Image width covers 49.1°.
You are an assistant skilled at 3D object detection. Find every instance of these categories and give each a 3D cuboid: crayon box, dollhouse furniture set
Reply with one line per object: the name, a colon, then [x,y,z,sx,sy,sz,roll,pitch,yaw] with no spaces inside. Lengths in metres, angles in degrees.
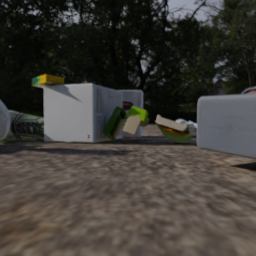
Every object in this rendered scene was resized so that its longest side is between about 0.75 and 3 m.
crayon box: [-2.800,-1.637,9.937,1.150,0.297,0.723,-1,-3,43]
dollhouse furniture set: [0.632,0.192,9.234,2.787,1.076,1.393,19,-15,20]

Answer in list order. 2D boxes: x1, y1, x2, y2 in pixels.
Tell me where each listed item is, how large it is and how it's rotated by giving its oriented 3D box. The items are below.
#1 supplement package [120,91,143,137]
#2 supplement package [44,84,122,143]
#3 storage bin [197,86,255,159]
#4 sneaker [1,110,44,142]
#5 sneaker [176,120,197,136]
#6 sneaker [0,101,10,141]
supplement package: [-0.421,-0.635,12.852,2.171,2.076,1.597,0,2,6]
supplement package: [-1.577,-0.508,10.566,1.979,1.965,2.608,1,2,20]
storage bin: [2.231,-0.159,4.438,1.504,1.630,2.239,-2,4,-27]
sneaker: [-3.574,-0.066,10.210,1.228,1.125,2.883,2,2,34]
sneaker: [2.992,0.036,13.786,0.878,0.814,2.165,13,11,42]
sneaker: [-3.790,-0.695,7.284,0.901,2.312,1.149,-16,13,-9]
